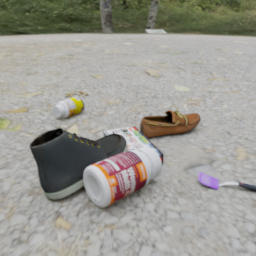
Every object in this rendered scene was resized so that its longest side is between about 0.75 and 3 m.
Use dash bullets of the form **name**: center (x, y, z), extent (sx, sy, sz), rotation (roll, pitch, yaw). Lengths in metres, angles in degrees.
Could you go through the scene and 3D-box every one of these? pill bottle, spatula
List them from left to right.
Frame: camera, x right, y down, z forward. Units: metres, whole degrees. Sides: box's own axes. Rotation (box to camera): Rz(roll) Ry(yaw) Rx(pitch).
- **pill bottle**: center (-2.581, -0.878, 12.176), extent (0.738, 0.738, 1.351), rotation (17, 29, 34)
- **pill bottle**: center (-0.096, 1.180, 7.179), extent (1.914, 1.048, 1.048), rotation (-19, 30, -36)
- **spatula**: center (2.787, 1.521, 7.470), extent (1.807, 0.186, 0.511), rotation (7, 27, 15)

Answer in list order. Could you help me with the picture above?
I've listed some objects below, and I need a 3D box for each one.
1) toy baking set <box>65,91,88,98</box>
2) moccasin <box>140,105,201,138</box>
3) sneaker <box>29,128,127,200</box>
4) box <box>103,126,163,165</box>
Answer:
- **toy baking set**: center (-2.676, -1.703, 14.789), extent (1.438, 0.167, 1.104), rotation (21, 34, 39)
- **moccasin**: center (1.611, -0.284, 10.525), extent (2.459, 0.949, 0.899), rotation (-6, 29, -13)
- **sneaker**: center (-1.147, 0.502, 7.591), extent (1.102, 1.566, 2.948), rotation (7, 29, 39)
- **box**: center (0.093, 0.621, 9.224), extent (1.243, 0.392, 2.258), rotation (-9, 25, -19)
